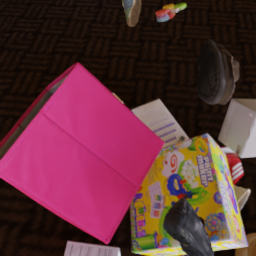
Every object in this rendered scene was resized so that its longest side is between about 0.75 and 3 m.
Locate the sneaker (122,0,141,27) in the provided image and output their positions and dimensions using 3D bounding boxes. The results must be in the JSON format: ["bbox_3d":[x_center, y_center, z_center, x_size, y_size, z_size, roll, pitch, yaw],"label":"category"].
[{"bbox_3d":[0.053,-3.797,8.593,0.570,1.270,0.426,25,24,36],"label":"sneaker"}]

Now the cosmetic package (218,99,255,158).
[{"bbox_3d":[4.164,-0.018,8.225,2.669,1.426,1.204,2,25,-21],"label":"cosmetic package"}]

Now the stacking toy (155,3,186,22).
[{"bbox_3d":[1.529,-3.990,9.841,0.933,0.435,1.031,10,42,38],"label":"stacking toy"}]

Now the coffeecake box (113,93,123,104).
[{"bbox_3d":[-1.020,-0.297,10.505,1.717,1.318,0.627,-34,62,-21],"label":"coffeecake box"}]

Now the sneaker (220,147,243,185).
[{"bbox_3d":[2.762,1.491,9.528,2.502,0.980,1.445,-11,57,-4],"label":"sneaker"}]

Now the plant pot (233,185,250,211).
[{"bbox_3d":[2.848,2.193,8.891,1.349,1.474,1.474,33,62,33],"label":"plant pot"}]

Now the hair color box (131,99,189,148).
[{"bbox_3d":[1.203,0.122,10.574,1.279,0.758,2.339,-22,57,-15],"label":"hair color box"}]

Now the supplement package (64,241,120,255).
[{"bbox_3d":[-1.016,3.911,7.779,1.452,1.102,1.094,6,56,4],"label":"supplement package"}]

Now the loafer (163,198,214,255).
[{"bbox_3d":[1.374,2.189,5.770,0.702,2.066,0.725,7,54,42],"label":"loafer"}]

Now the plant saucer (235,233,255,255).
[{"bbox_3d":[4.084,3.868,8.081,1.850,0.327,1.850,1,45,-1],"label":"plant saucer"}]

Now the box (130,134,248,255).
[{"bbox_3d":[1.553,2.025,7.982,2.632,1.667,2.732,-21,54,28],"label":"box"}]

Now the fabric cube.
[{"bbox_3d":[-1.408,0.627,7.084,2.862,2.817,2.871,41,67,-21],"label":"fabric cube"}]

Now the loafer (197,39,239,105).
[{"bbox_3d":[2.536,-1.548,7.496,1.059,1.084,2.969,20,39,-3],"label":"loafer"}]
